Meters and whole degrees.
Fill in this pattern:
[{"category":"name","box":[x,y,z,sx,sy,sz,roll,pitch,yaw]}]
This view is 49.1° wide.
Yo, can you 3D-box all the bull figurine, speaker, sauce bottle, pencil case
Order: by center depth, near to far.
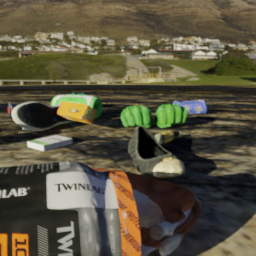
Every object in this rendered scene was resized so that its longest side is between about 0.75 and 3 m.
[{"category":"bull figurine","box":[-0.266,0.996,3.706,2.328,0.758,1.414,2,15,20]},{"category":"sauce bottle","box":[1.185,0.253,8.408,0.338,0.338,1.045,9,14,37]},{"category":"speaker","box":[-2.371,-0.988,12.852,2.300,1.017,1.017,6,13,25]},{"category":"pencil case","box":[3.021,-1.021,13.724,1.702,0.739,0.664,-1,38,-1]}]

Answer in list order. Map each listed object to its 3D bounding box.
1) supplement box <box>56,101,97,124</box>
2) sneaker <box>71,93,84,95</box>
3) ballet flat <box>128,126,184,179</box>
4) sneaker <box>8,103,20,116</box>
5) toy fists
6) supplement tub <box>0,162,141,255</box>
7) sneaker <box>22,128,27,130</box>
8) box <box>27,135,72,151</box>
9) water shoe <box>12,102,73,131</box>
[{"category":"supplement box","box":[-1.825,-0.540,9.815,1.628,0.542,0.560,12,-16,47]},{"category":"sneaker","box":[-3.079,-1.606,16.173,0.806,0.902,2.202,-11,15,-43]},{"category":"ballet flat","box":[0.478,0.516,6.106,0.831,0.710,2.500,-3,12,-15]},{"category":"sneaker","box":[-5.383,-0.946,13.646,0.745,0.619,1.560,0,12,-9]},{"category":"toy fists","box":[0.958,-0.443,10.606,2.551,0.877,1.300,-1,4,1]},{"category":"supplement tub","box":[-1.010,0.967,2.446,2.080,1.274,1.274,-4,12,-14]},{"category":"sneaker","box":[-3.553,-0.050,10.217,0.371,0.323,0.825,19,14,-4]},{"category":"box","box":[-2.210,0.421,7.956,0.737,0.186,1.022,9,13,36]},{"category":"water shoe","box":[-3.197,-0.347,10.382,1.123,1.018,2.846,-15,-4,31]}]
